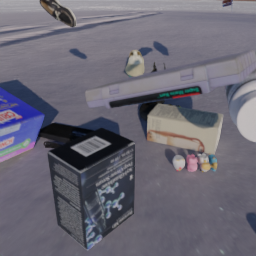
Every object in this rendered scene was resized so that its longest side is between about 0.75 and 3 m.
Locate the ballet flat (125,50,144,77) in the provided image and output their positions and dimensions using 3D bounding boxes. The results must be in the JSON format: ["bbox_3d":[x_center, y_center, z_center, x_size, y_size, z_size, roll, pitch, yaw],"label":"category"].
[{"bbox_3d":[0.315,-3.036,12.824,0.893,0.893,2.571,0,27,1],"label":"ballet flat"}]

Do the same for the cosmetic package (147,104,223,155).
[{"bbox_3d":[1.413,-0.007,7.033,1.713,0.747,0.885,12,29,22],"label":"cosmetic package"}]

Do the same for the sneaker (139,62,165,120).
[{"bbox_3d":[0.843,-1.233,8.892,0.703,1.221,2.342,6,27,13],"label":"sneaker"}]

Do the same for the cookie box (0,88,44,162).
[{"bbox_3d":[-3.687,-0.306,5.945,2.763,1.038,2.364,30,22,13],"label":"cookie box"}]

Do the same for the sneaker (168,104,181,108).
[{"bbox_3d":[1.518,-0.444,8.256,0.956,0.405,0.356,14,31,25],"label":"sneaker"}]

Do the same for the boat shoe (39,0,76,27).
[{"bbox_3d":[-2.180,-3.608,8.709,0.448,0.549,1.485,-32,72,-34],"label":"boat shoe"}]

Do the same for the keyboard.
[{"bbox_3d":[-1.370,0.313,7.006,2.161,0.223,1.373,10,22,20],"label":"keyboard"}]

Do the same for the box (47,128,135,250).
[{"bbox_3d":[-0.530,0.918,4.440,0.784,1.465,1.087,23,35,37],"label":"box"}]

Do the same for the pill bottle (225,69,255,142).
[{"bbox_3d":[2.120,-0.458,4.616,0.902,0.902,1.583,6,28,12],"label":"pill bottle"}]

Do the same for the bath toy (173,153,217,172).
[{"bbox_3d":[1.405,0.776,5.967,0.925,0.342,0.402,-1,27,-5],"label":"bath toy"}]

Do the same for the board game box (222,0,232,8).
[{"bbox_3d":[2.860,-4.228,8.138,0.329,1.334,1.688,0,49,21],"label":"board game box"}]

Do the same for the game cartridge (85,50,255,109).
[{"bbox_3d":[0.512,-0.574,3.467,1.853,0.356,1.201,-6,18,33],"label":"game cartridge"}]
